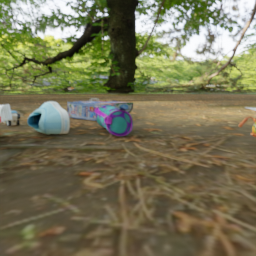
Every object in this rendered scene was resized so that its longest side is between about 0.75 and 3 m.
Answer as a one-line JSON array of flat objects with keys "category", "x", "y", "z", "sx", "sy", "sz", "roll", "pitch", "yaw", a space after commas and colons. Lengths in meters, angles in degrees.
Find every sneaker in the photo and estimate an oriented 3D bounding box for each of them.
[{"category": "sneaker", "x": -2.719, "y": -0.369, "z": 8.931, "sx": 1.043, "sy": 0.941, "sz": 2.544, "roll": 0, "pitch": 7, "yaw": -30}]

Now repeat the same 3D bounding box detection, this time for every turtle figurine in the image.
[{"category": "turtle figurine", "x": 3.496, "y": 0.173, "z": 6.526, "sx": 1.887, "sy": 0.608, "sz": 1.522, "roll": 3, "pitch": 12, "yaw": -44}]

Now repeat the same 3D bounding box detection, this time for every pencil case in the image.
[{"category": "pencil case", "x": -0.487, "y": -0.277, "z": 8.711, "sx": 0.879, "sy": 0.810, "sz": 1.903, "roll": 24, "pitch": 0, "yaw": -18}]

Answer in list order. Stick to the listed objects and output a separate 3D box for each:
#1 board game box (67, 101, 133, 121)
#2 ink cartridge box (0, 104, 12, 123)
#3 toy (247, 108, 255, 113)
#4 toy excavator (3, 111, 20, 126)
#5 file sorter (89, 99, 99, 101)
[{"category": "board game box", "x": -1.035, "y": -0.746, "z": 12.078, "sx": 2.345, "sy": 0.723, "sz": 2.343, "roll": -6, "pitch": 12, "yaw": -38}, {"category": "ink cartridge box", "x": -4.051, "y": -0.204, "z": 7.057, "sx": 1.774, "sy": 0.623, "sz": 2.182, "roll": -12, "pitch": 3, "yaw": -11}, {"category": "toy", "x": 5.753, "y": -0.511, "z": 11.390, "sx": 1.174, "sy": 0.481, "sz": 2.039, "roll": 2, "pitch": 8, "yaw": -4}, {"category": "toy excavator", "x": -4.335, "y": -0.350, "z": 10.288, "sx": 0.419, "sy": 0.816, "sz": 0.839, "roll": -8, "pitch": 40, "yaw": -41}, {"category": "file sorter", "x": -2.396, "y": -1.804, "z": 19.712, "sx": 0.560, "sy": 0.503, "sz": 0.808, "roll": 1, "pitch": 8, "yaw": 6}]
